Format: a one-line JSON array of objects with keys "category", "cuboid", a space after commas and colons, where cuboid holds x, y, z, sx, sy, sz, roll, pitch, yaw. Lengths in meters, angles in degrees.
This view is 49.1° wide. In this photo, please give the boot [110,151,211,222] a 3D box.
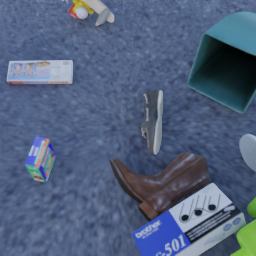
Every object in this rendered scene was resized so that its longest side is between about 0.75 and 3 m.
[{"category": "boot", "cuboid": [0.909, 1.132, 7.658, 2.255, 0.724, 2.102, -34, 76, -16]}]

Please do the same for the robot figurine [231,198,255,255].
[{"category": "robot figurine", "cuboid": [3.476, 2.414, 5.666, 2.920, 1.689, 2.562, -32, 54, 1]}]

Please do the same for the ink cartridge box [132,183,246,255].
[{"category": "ink cartridge box", "cuboid": [1.331, 2.312, 6.380, 2.327, 0.514, 1.094, -31, 32, -4]}]

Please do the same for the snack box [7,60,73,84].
[{"category": "snack box", "cuboid": [-3.052, -1.946, 9.773, 2.215, 0.269, 0.796, -1, 73, 1]}]

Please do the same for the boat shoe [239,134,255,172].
[{"category": "boat shoe", "cuboid": [3.729, 0.934, 7.447, 0.625, 0.726, 2.015, 3, 38, -21]}]

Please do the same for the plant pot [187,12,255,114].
[{"category": "plant pot", "cuboid": [3.772, -2.454, 9.285, 2.090, 2.092, 2.959, 32, 55, 19]}]

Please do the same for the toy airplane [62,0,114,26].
[{"category": "toy airplane", "cuboid": [-1.565, -4.865, 10.826, 1.982, 1.973, 1.399, 11, 69, 6]}]

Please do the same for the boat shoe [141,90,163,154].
[{"category": "boat shoe", "cuboid": [0.678, -0.206, 8.564, 0.673, 0.789, 2.361, -1, 52, 14]}]

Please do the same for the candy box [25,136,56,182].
[{"category": "candy box", "cuboid": [-2.367, 0.871, 7.647, 0.397, 1.032, 0.872, 9, 58, 5]}]
